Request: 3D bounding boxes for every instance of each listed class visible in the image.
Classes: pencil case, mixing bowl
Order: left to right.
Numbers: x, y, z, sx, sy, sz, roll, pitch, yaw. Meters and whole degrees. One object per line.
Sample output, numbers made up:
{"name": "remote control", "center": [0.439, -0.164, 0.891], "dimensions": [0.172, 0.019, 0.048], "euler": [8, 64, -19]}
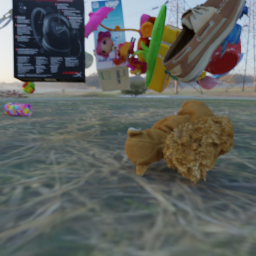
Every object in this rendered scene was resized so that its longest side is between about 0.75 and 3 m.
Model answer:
{"name": "pencil case", "center": [-6.038, -1.023, 15.367], "dimensions": [1.717, 0.759, 0.759], "euler": [8, 11, 31]}
{"name": "mixing bowl", "center": [3.345, -2.661, 10.239], "dimensions": [1.926, 1.926, 1.043], "euler": [-1, 47, -11]}

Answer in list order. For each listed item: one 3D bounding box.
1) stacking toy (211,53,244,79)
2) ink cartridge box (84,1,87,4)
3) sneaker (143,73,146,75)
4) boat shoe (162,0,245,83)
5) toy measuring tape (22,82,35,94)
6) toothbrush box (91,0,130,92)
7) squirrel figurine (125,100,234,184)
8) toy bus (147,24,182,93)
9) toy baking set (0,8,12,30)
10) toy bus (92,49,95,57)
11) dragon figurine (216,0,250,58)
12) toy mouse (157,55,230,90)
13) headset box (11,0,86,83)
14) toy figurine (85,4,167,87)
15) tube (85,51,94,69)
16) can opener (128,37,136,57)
{"name": "stacking toy", "center": [3.600, -3.532, 12.336], "dimensions": [1.565, 2.696, 1.480], "euler": [-42, 2, 6]}
{"name": "ink cartridge box", "center": [-2.497, -3.749, 9.826], "dimensions": [1.840, 0.403, 1.857], "euler": [14, 51, 46]}
{"name": "sneaker", "center": [0.470, -2.215, 10.550], "dimensions": [0.488, 0.463, 1.212], "euler": [37, 25, 7]}
{"name": "boat shoe", "center": [1.802, -2.478, 6.795], "dimensions": [1.011, 2.815, 1.066], "euler": [21, 16, -25]}
{"name": "toy measuring tape", "center": [-3.016, -1.272, 8.467], "dimensions": [0.390, 0.390, 1.059], "euler": [-3, 27, -19]}
{"name": "toothbrush box", "center": [-0.657, -3.137, 11.010], "dimensions": [1.227, 2.876, 2.106], "euler": [-7, -14, -1]}
{"name": "squirrel figurine", "center": [0.804, 0.225, 4.739], "dimensions": [1.613, 1.223, 1.729], "euler": [-10, 8, -18]}
{"name": "toy bus", "center": [1.618, -3.090, 12.642], "dimensions": [0.921, 2.831, 1.108], "euler": [27, 43, 17]}
{"name": "toy baking set", "center": [-3.627, -3.588, 8.882], "dimensions": [1.778, 0.270, 2.316], "euler": [-49, 35, -17]}
{"name": "toy bus", "center": [-1.200, -4.126, 13.858], "dimensions": [0.731, 1.868, 0.608], "euler": [-10, -38, 23]}
{"name": "dragon figurine", "center": [2.643, -2.631, 8.013], "dimensions": [1.486, 2.990, 0.880], "euler": [17, -19, -12]}
{"name": "toy mouse", "center": [2.104, -1.732, 9.534], "dimensions": [2.520, 0.488, 2.240], "euler": [19, 9, 2]}
{"name": "headset box", "center": [-2.012, -2.414, 7.316], "dimensions": [1.777, 2.388, 0.922], "euler": [-1, 2, -7]}
{"name": "toy figurine", "center": [-0.232, -2.771, 8.927], "dimensions": [2.395, 2.602, 1.954], "euler": [15, 39, 9]}
{"name": "tube", "center": [-2.450, -3.213, 11.629], "dimensions": [2.565, 0.744, 0.666], "euler": [34, 30, 33]}
{"name": "can opener", "center": [0.100, -3.987, 14.026], "dimensions": [0.295, 1.106, 0.370], "euler": [25, 12, 6]}
